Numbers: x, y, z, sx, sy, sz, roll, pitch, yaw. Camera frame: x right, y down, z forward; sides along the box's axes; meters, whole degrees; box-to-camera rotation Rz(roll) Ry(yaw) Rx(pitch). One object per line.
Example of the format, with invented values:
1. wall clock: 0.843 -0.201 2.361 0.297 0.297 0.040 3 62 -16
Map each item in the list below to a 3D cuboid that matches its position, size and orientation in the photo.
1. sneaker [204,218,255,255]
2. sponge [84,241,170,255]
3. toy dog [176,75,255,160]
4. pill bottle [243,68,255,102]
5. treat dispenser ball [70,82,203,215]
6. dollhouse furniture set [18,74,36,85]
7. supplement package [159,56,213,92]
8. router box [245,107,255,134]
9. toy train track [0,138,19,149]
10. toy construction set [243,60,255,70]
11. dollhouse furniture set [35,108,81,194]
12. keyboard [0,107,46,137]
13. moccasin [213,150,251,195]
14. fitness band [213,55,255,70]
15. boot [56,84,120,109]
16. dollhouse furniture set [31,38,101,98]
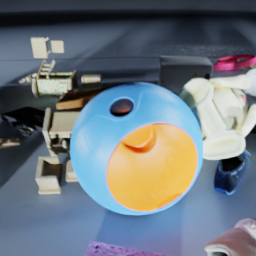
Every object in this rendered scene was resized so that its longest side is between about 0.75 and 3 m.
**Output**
1. sneaker: 1.893 2.212 3.562 1.067 0.878 2.319 -17 24 -16
2. sponge: 0.018 2.174 4.121 1.467 0.219 0.818 5 28 10
3. toy dog: 2.057 -0.230 6.807 2.463 2.388 1.718 -27 77 -47
4. pill bottle: 5.571 -1.764 10.478 2.434 1.269 1.269 -15 31 -26
5. treat dispenser ball: 0.148 0.369 5.263 2.433 2.433 2.433 0 28 0
6. dollhouse furniture set: -4.289 -1.899 11.946 0.991 0.484 0.845 -15 20 24
7. supplement package: 2.298 -2.258 11.577 2.011 1.115 1.566 2 28 5
8. router box: 3.915 -0.214 8.472 1.468 0.383 1.154 10 30 18
9. toy train track: -3.523 0.612 6.838 1.660 0.471 2.895 -12 31 -21
10. toy construction set: 6.156 -3.222 14.147 1.108 0.510 0.726 -19 31 -11
11. dollhouse furniture set: -0.797 0.645 6.544 2.213 1.231 1.958 -1 52 -3
12. keyboard: -2.753 -0.112 8.406 2.513 0.322 1.509 15 25 28
13. moccasin: 2.403 0.782 6.333 0.731 0.620 1.818 11 30 19
14. fitness band: 5.304 -3.268 13.997 2.071 0.387 1.487 -14 25 -6
15. boot: -0.960 -0.969 9.063 2.704 0.926 2.545 -5 24 -7
16. dollhouse furniture set: -2.335 -2.290 10.567 2.394 2.118 1.331 0 28 2
